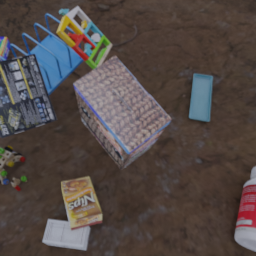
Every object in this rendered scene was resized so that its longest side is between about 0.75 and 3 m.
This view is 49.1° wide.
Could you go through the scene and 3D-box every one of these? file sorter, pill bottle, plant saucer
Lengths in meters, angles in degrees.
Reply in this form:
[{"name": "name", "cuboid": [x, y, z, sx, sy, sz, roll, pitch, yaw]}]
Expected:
[{"name": "file sorter", "cuboid": [-3.112, -2.584, 10.222, 1.763, 1.558, 2.540, 36, 69, 7]}, {"name": "pill bottle", "cuboid": [4.573, 2.697, 9.429, 1.492, 1.492, 2.658, 18, 62, 10]}, {"name": "plant saucer", "cuboid": [3.252, -1.358, 12.513, 0.881, 0.239, 2.521, 10, 60, 6]}]

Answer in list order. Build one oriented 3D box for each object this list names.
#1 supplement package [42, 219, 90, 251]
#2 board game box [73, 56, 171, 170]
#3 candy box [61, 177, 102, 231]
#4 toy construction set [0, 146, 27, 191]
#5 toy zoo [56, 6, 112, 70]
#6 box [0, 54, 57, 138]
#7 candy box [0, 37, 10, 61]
[{"name": "supplement package", "cuboid": [-2.036, 3.572, 9.355, 1.347, 0.738, 0.766, 7, 60, 4]}, {"name": "board game box", "cuboid": [-0.278, -0.249, 8.435, 1.411, 2.914, 2.323, -37, 79, -15]}, {"name": "candy box", "cuboid": [-1.629, 2.530, 9.622, 1.048, 0.502, 1.815, -9, 36, -18]}, {"name": "toy construction set", "cuboid": [-4.475, 1.442, 10.290, 1.372, 1.264, 1.645, -34, 66, -18]}, {"name": "toy zoo", "cuboid": [-1.504, -3.070, 9.337, 0.212, 2.075, 1.361, -13, 45, 44]}, {"name": "box", "cuboid": [-3.269, -0.953, 8.298, 1.704, 0.519, 2.114, -22, 104, -26]}, {"name": "candy box", "cuboid": [-6.741, -3.782, 13.688, 1.565, 0.603, 1.323, 1, 59, -1]}]
